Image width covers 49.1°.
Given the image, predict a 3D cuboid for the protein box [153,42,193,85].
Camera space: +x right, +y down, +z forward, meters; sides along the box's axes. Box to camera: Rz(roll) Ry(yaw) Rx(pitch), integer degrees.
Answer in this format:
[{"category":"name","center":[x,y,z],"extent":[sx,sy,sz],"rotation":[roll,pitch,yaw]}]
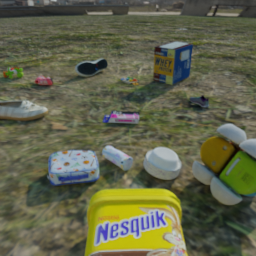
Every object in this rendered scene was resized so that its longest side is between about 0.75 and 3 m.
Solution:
[{"category":"protein box","center":[2.316,-3.388,14.495],"extent":[1.198,1.763,1.775],"rotation":[21,34,35]}]

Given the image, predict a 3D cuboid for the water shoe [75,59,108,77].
[{"category":"water shoe","center":[-2.134,-3.291,15.659],"extent":[2.250,0.805,0.888],"rotation":[-24,12,-42]}]

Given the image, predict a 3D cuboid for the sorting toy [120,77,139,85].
[{"category":"sorting toy","center":[0.142,-2.465,14.459],"extent":[0.704,0.170,1.250],"rotation":[-19,33,-32]}]

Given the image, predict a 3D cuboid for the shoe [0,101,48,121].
[{"category":"shoe","center":[-4.211,-0.697,10.557],"extent":[2.303,0.615,0.805],"rotation":[-1,27,-1]}]

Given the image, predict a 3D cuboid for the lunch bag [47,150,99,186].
[{"category":"lunch bag","center":[-1.448,1.053,7.330],"extent":[1.337,0.505,1.071],"rotation":[-5,30,-12]}]

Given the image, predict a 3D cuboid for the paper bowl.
[{"category":"paper bowl","center":[0.934,0.888,7.438],"extent":[0.977,0.508,0.977],"rotation":[12,26,-6]}]

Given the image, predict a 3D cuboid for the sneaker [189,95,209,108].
[{"category":"sneaker","center":[3.007,-1.211,11.737],"extent":[0.381,0.448,1.023],"rotation":[-17,32,-30]}]

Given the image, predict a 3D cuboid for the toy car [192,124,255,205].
[{"category":"toy car","center":[2.622,0.952,6.789],"extent":[1.376,1.606,1.836],"rotation":[28,12,-32]}]

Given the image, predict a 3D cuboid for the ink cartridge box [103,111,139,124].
[{"category":"ink cartridge box","center":[-0.259,-0.401,10.438],"extent":[1.328,0.246,0.629],"rotation":[0,27,5]}]

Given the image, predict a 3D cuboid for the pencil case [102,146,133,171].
[{"category":"pencil case","center":[-0.310,0.839,7.827],"extent":[0.432,0.396,0.952],"rotation":[0,19,-45]}]

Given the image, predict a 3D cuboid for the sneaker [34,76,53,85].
[{"category":"sneaker","center":[-4.204,-2.273,13.962],"extent":[1.154,0.425,0.500],"rotation":[14,44,33]}]

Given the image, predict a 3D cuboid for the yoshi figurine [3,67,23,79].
[{"category":"yoshi figurine","center":[-6.110,-2.890,15.076],"extent":[1.112,0.625,0.623],"rotation":[-5,-16,20]}]

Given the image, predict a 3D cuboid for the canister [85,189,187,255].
[{"category":"canister","center":[0.131,2.185,4.574],"extent":[1.794,1.045,2.415],"rotation":[0,29,-1]}]
